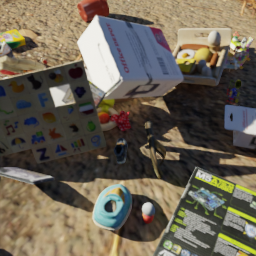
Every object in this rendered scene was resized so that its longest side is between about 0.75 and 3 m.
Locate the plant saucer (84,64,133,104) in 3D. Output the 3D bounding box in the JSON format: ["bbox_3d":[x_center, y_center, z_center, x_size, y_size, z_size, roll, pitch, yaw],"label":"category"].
[{"bbox_3d":[-0.589,-1.895,9.845,2.594,0.474,2.594,0,48,0],"label":"plant saucer"}]

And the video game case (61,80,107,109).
[{"bbox_3d":[-1.168,-0.804,7.347,0.895,0.990,0.126,35,34,-7],"label":"video game case"}]

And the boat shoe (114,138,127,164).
[{"bbox_3d":[-0.203,0.519,7.590,0.311,0.399,0.879,-9,44,6],"label":"boat shoe"}]

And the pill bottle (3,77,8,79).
[{"bbox_3d":[-4.045,-0.530,7.858,1.311,1.311,2.305,22,38,20],"label":"pill bottle"}]

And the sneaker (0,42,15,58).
[{"bbox_3d":[-5.475,-2.835,10.524,2.184,0.867,0.857,-6,49,-4],"label":"sneaker"}]

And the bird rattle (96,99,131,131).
[{"bbox_3d":[-0.595,-0.290,8.412,1.070,0.740,1.313,-33,66,-17],"label":"bird rattle"}]

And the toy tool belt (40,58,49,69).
[{"bbox_3d":[-3.007,-1.991,9.559,0.486,0.778,0.478,35,20,-8],"label":"toy tool belt"}]

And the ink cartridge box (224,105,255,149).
[{"bbox_3d":[3.632,0.024,7.984,1.850,0.617,1.071,11,48,10],"label":"ink cartridge box"}]

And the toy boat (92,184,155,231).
[{"bbox_3d":[-0.068,1.784,6.323,1.372,0.638,1.153,11,47,11],"label":"toy boat"}]

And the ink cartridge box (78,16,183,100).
[{"bbox_3d":[0.127,-1.992,8.336,2.721,1.147,1.969,-10,73,-44],"label":"ink cartridge box"}]

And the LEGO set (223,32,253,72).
[{"bbox_3d":[4.225,-3.223,10.810,1.156,0.935,2.513,10,48,11],"label":"LEGO set"}]

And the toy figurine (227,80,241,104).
[{"bbox_3d":[3.382,-1.184,9.164,0.408,0.774,0.463,9,7,0],"label":"toy figurine"}]

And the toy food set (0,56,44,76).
[{"bbox_3d":[-2.835,-1.619,8.733,2.547,0.401,1.619,3,-5,-42],"label":"toy food set"}]

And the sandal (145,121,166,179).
[{"bbox_3d":[0.756,0.525,7.266,0.422,0.632,1.548,-10,65,5],"label":"sandal"}]

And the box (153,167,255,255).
[{"bbox_3d":[2.151,2.327,5.856,2.571,0.611,2.483,21,48,20],"label":"box"}]

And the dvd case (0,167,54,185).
[{"bbox_3d":[-2.543,1.138,6.808,1.193,0.887,0.095,12,89,17],"label":"dvd case"}]

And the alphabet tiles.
[{"bbox_3d":[-2.202,-0.208,6.999,2.856,2.388,0.108,-14,26,-2],"label":"alphabet tiles"}]

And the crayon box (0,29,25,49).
[{"bbox_3d":[-4.903,-3.691,11.692,0.875,0.296,1.014,-28,53,-24],"label":"crayon box"}]

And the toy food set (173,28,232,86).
[{"bbox_3d":[2.371,-2.628,9.931,2.033,0.856,2.833,10,52,26],"label":"toy food set"}]

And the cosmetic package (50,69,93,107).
[{"bbox_3d":[-1.840,-0.785,8.307,1.178,0.929,2.190,36,65,22],"label":"cosmetic package"}]

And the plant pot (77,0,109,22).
[{"bbox_3d":[-1.660,-5.530,12.939,1.121,1.153,1.153,-31,54,-17],"label":"plant pot"}]
